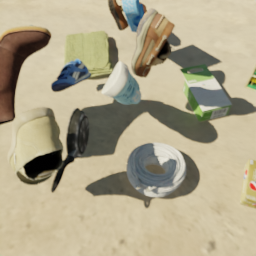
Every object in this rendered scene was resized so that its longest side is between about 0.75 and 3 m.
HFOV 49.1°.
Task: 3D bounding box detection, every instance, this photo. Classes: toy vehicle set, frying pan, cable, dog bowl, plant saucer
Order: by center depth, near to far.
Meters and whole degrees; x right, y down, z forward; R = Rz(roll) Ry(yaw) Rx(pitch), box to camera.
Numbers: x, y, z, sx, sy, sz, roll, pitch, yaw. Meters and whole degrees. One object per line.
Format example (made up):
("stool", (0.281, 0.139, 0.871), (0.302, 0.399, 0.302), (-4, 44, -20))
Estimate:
("frying pan", (-1.351, 0.364, 6.815), (0.367, 1.363, 2.253), (5, 27, 6))
("toy vehicle set", (4.750, -1.366, 8.373), (2.086, 1.296, 0.276), (26, 52, 18))
("dog bowl", (0.178, -3.523, 8.402), (0.418, 1.685, 0.939), (-4, 73, 12))
("cable", (0.861, 1.259, 8.678), (1.839, 0.637, 1.838), (-8, 43, -15))
("plant saucer", (-0.071, -5.257, 11.420), (2.056, 0.332, 2.056), (25, 22, -11))

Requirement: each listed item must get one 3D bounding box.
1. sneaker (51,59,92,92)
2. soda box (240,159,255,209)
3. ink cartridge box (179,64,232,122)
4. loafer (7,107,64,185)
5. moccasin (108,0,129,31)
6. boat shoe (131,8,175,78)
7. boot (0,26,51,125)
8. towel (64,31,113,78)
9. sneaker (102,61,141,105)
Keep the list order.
("sneaker", (-1.933, -1.689, 9.026), (0.680, 0.756, 1.839), (-17, 17, 30))
("soda box", (3.820, 1.709, 8.635), (0.454, 0.481, 1.419), (17, 56, 11))
("ink cartridge box", (2.839, -1.377, 10.694), (1.161, 0.663, 2.237), (-13, 56, -9))
("loafer", (-2.052, 0.729, 6.269), (1.115, 2.947, 1.006), (-16, 65, -25))
("moccasin", (-0.346, -4.346, 10.493), (0.510, 1.322, 0.484), (-37, 24, -18))
("boat shoe", (0.678, -2.073, 7.700), (0.906, 2.523, 0.955), (26, 72, 6))
("boot", (-3.106, -1.271, 7.390), (2.734, 0.989, 2.275), (-17, 78, 9))
("towel", (-1.766, -3.174, 12.073), (2.033, 0.500, 2.741), (-7, 56, -4))
("sneaker", (-0.040, -1.147, 7.865), (1.118, 2.729, 1.009), (29, 98, -8))
